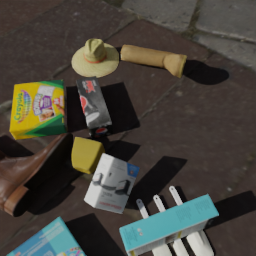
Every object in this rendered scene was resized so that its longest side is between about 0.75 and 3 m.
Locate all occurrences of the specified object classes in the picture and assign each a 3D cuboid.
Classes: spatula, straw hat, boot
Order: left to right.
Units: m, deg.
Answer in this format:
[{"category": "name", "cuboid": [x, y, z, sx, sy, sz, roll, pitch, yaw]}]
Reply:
[{"category": "boot", "cuboid": [-3.248, 0.643, 7.505, 2.800, 0.899, 2.610, 24, 57, 20]}, {"category": "straw hat", "cuboid": [-1.155, -2.659, 9.723, 1.792, 0.759, 1.792, 0, 56, -1]}, {"category": "boot", "cuboid": [0.775, -2.214, 9.117, 2.102, 0.695, 1.841, 13, 17, 4]}, {"category": "spatula", "cuboid": [1.051, 2.381, 6.725, 1.297, 0.150, 1.865, -21, 58, -7]}]

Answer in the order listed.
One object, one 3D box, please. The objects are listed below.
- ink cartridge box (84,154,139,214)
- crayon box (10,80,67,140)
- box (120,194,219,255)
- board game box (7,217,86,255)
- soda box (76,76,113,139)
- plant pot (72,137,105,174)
[{"category": "ink cartridge box", "cuboid": [-0.370, 1.318, 6.607, 0.495, 0.858, 1.183, 13, 80, 53]}, {"category": "crayon box", "cuboid": [-2.659, -0.598, 8.471, 1.522, 0.514, 1.764, -7, 56, -5]}, {"category": "box", "cuboid": [0.900, 2.203, 6.259, 2.096, 0.863, 0.515, -19, 57, -7]}, {"category": "board game box", "cuboid": [-1.518, 3.292, 5.852, 1.661, 0.516, 2.200, -34, 62, -20]}, {"category": "soda box", "cuboid": [-1.030, -0.651, 8.456, 0.685, 0.613, 1.936, -15, 57, -9]}, {"category": "plant pot", "cuboid": [-1.112, 0.780, 7.455, 0.740, 0.736, 0.757, 14, 67, 9]}]
